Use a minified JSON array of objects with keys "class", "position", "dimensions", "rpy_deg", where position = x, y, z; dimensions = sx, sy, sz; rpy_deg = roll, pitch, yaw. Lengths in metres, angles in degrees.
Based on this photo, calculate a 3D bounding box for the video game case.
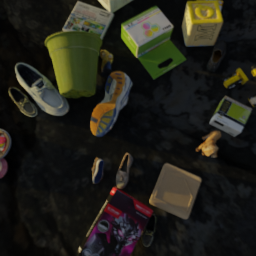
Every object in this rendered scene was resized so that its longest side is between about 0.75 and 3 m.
[{"class":"video game case","position":[-1.772,-4.721,12.548],"dimensions":[1.795,0.197,1.636],"rpy_deg":[21,74,5]}]

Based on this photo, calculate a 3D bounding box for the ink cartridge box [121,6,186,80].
[{"class":"ink cartridge box","position":[1.129,-3.600,11.815],"dimensions":[1.832,0.939,2.479],"rpy_deg":[-32,76,-11]}]

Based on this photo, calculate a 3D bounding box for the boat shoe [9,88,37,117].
[{"class":"boat shoe","position":[-4.264,-1.042,11.282],"dimensions":[1.504,0.449,0.537],"rpy_deg":[44,73,12]}]

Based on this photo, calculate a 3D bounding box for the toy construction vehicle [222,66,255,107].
[{"class":"toy construction vehicle","position":[5.088,-1.744,11.440],"dimensions":[1.963,0.691,1.709],"rpy_deg":[-31,75,0]}]

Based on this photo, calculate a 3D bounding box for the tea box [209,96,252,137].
[{"class":"tea box","position":[3.982,-0.445,10.933],"dimensions":[1.125,0.751,1.106],"rpy_deg":[30,79,8]}]

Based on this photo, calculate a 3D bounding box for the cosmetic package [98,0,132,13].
[{"class":"cosmetic package","position":[-0.491,-6.651,12.332],"dimensions":[2.102,1.732,1.734],"rpy_deg":[-36,76,-11]}]

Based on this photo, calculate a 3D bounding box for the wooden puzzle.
[{"class":"wooden puzzle","position":[1.750,2.329,10.353],"dimensions":[1.499,0.302,1.620],"rpy_deg":[23,77,6]}]

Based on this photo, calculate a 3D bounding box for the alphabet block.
[{"class":"alphabet block","position":[3.058,-4.358,11.758],"dimensions":[1.307,1.331,1.300],"rpy_deg":[-4,65,-1]}]

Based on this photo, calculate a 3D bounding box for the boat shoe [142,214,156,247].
[{"class":"boat shoe","position":[0.738,3.611,9.920],"dimensions":[0.406,0.343,1.140],"rpy_deg":[12,73,4]}]

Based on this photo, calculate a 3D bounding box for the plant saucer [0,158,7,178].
[{"class":"plant saucer","position":[-5.093,1.514,10.619],"dimensions":[0.942,0.239,0.942],"rpy_deg":[0,73,0]}]

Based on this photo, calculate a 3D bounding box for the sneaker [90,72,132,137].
[{"class":"sneaker","position":[-0.534,-0.829,10.967],"dimensions":[0.996,1.166,2.645],"rpy_deg":[30,99,24]}]

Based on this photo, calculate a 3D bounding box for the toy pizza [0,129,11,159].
[{"class":"toy pizza","position":[-5.250,0.664,10.741],"dimensions":[1.470,0.233,1.470],"rpy_deg":[-2,62,4]}]

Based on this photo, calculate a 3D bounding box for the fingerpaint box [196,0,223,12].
[{"class":"fingerpaint box","position":[3.565,-5.337,12.618],"dimensions":[1.155,0.424,0.964],"rpy_deg":[15,74,4]}]

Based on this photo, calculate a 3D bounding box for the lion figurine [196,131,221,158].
[{"class":"lion figurine","position":[3.087,0.490,10.347],"dimensions":[0.569,0.961,1.569],"rpy_deg":[35,55,-4]}]

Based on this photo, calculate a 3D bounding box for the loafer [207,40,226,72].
[{"class":"loafer","position":[3.817,-3.119,11.809],"dimensions":[0.567,0.563,1.558],"rpy_deg":[21,72,7]}]

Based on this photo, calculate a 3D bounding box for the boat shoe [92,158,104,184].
[{"class":"boat shoe","position":[-1.154,1.583,10.431],"dimensions":[0.365,0.364,1.009],"rpy_deg":[34,114,46]}]

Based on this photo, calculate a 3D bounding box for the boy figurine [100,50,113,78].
[{"class":"boy figurine","position":[-0.897,-2.753,11.631],"dimensions":[0.457,0.883,1.420],"rpy_deg":[13,51,-25]}]

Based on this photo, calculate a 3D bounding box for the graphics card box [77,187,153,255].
[{"class":"graphics card box","position":[-0.432,3.527,9.575],"dimensions":[1.583,0.642,2.523],"rpy_deg":[34,77,-8]}]

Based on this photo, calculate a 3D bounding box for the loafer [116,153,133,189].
[{"class":"loafer","position":[-0.179,1.583,10.443],"dimensions":[0.480,0.420,1.335],"rpy_deg":[11,67,16]}]

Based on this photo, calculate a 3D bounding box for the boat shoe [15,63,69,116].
[{"class":"boat shoe","position":[-3.518,-1.557,11.127],"dimensions":[2.776,0.988,0.968],"rpy_deg":[41,73,13]}]

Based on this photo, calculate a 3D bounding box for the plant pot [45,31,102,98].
[{"class":"plant pot","position":[-2.040,-2.321,10.970],"dimensions":[2.228,2.228,2.116],"rpy_deg":[-5,84,-2]}]
